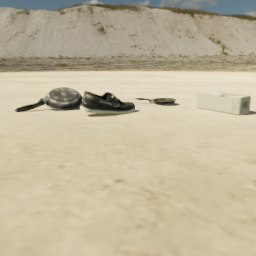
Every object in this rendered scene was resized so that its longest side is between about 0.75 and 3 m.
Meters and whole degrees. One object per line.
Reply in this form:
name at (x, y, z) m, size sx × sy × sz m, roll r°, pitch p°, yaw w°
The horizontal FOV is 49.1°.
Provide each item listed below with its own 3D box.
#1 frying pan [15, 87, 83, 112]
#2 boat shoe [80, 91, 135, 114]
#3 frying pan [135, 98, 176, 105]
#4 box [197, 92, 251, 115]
frying pan at (-3.353, -1.312, 12.182) m, size 2.801 × 0.456 × 1.695 m, roll 0°, pitch 37°, yaw -12°
boat shoe at (-0.696, -1.002, 11.050) m, size 2.365 × 0.800 × 0.849 m, roll 1°, pitch 17°, yaw -32°
frying pan at (1.358, -1.259, 13.282) m, size 1.865 × 0.304 × 1.128 m, roll -4°, pitch 14°, yaw -10°
box at (3.938, -1.075, 11.694) m, size 0.845 × 0.703 × 2.057 m, roll -12°, pitch 18°, yaw -39°
